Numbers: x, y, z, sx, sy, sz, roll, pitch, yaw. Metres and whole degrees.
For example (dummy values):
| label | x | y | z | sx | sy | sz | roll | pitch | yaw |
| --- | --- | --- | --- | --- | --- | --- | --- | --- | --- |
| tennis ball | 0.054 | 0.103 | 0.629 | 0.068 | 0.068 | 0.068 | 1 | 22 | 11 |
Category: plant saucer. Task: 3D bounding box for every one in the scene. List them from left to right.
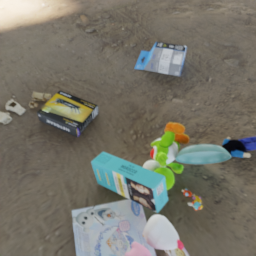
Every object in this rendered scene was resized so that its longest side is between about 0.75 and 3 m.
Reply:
| label | x | y | z | sx | sy | sz | roll | pitch | yaw |
| --- | --- | --- | --- | --- | --- | --- | --- | --- | --- |
| plant saucer | 2.516 | 0.888 | 9.512 | 1.828 | 1.828 | 0.329 | 0 | 71 | 0 |

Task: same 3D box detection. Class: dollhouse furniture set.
| label | x | y | z | sx | sy | sz | roll | pitch | yaw |
| --- | --- | --- | --- | --- | --- | --- | --- | --- | --- |
| dollhouse furniture set | -3.815 | -1.133 | 12.321 | 0.813 | 0.452 | 0.719 | 11 | 74 | 9 |

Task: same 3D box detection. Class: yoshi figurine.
| label | x | y | z | sx | sy | sz | roll | pitch | yaw |
| --- | --- | --- | --- | --- | --- | --- | --- | --- | --- |
| yoshi figurine | 1.363 | 1.147 | 9.565 | 1.430 | 1.425 | 2.545 | 33 | 72 | -2 |

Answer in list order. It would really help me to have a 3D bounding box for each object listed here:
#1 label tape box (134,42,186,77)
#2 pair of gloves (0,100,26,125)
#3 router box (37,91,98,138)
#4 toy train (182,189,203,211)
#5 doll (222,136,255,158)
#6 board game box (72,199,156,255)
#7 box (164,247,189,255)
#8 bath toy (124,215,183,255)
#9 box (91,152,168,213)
| label | x | y | z | sx | sy | sz | roll | pitch | yaw |
| --- | --- | --- | --- | --- | --- | --- | --- | --- | --- |
| label tape box | 1.632 | -3.549 | 14.108 | 2.327 | 0.737 | 1.678 | 11 | 50 | 9 |
| pair of gloves | -5.136 | -0.686 | 11.960 | 1.004 | 0.207 | 1.181 | 34 | 58 | 26 |
| router box | -2.496 | -0.625 | 11.681 | 1.999 | 0.522 | 1.571 | 21 | 52 | 18 |
| toy train | 2.066 | 2.385 | 9.137 | 0.667 | 0.247 | 0.888 | 19 | 22 | -6 |
| doll | 4.181 | 0.739 | 10.497 | 1.907 | 0.462 | 1.301 | -12 | 32 | -8 |
| board game box | -0.450 | 3.311 | 8.274 | 2.183 | 0.476 | 2.194 | -10 | 50 | -8 |
| box | 1.644 | 3.964 | 7.721 | 0.482 | 0.450 | 2.326 | -21 | 52 | -17 |
| bath toy | 0.353 | 3.620 | 6.992 | 1.103 | 1.298 | 2.985 | 28 | 58 | 23 |
| box | 0.003 | 1.666 | 8.872 | 2.518 | 1.036 | 0.619 | 17 | 42 | 37 |
